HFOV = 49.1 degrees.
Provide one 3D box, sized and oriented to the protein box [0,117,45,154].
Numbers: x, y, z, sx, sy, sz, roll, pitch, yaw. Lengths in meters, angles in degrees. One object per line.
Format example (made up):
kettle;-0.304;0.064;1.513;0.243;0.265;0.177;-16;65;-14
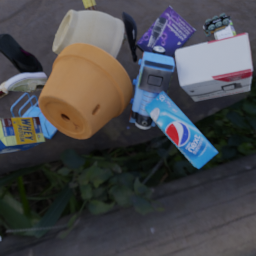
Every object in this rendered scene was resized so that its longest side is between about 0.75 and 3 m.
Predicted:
protein box;-3.679;0.257;9.082;1.297;1.287;0.875;-7;79;-49

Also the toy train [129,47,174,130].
toy train;0.708;-1.208;9.219;1.201;2.770;1.582;13;31;-1

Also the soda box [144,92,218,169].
soda box;1.486;0.067;8.159;0.740;0.783;2.308;-42;85;2

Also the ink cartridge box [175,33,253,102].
ink cartridge box;3.032;-1.891;9.628;2.146;2.955;1.232;-10;82;21

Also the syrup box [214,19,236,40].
syrup box;3.827;-3.458;10.944;0.697;0.674;1.711;-13;53;16

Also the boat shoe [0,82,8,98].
boat shoe;-5.826;-1.707;13.081;0.425;0.453;1.228;35;68;22

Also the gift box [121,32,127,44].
gift box;-0.556;-3.904;11.911;0.729;0.781;0.720;-8;85;-47

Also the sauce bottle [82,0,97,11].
sauce bottle;-1.601;-5.142;11.732;0.481;1.487;0.481;-15;22;6

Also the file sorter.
file sorter;-3.761;-0.566;11.707;1.759;1.079;1.220;19;52;16

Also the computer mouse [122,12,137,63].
computer mouse;0.167;-3.988;11.889;0.487;2.115;1.485;-13;37;4

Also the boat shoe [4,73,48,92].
boat shoe;-3.164;-1.420;9.024;0.514;0.597;1.658;54;35;3

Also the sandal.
sandal;-3.908;-2.555;10.479;0.556;2.324;0.873;12;75;25

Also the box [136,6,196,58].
box;1.459;-3.479;11.041;1.414;0.997;1.911;42;100;0

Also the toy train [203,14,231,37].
toy train;3.120;-3.617;9.884;0.987;0.563;0.421;-21;63;4

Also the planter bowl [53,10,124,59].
planter bowl;-1.698;-3.275;10.706;1.874;2.784;2.784;21;43;-30

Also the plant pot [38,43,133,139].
plant pot;-1.521;-0.985;9.034;2.818;2.818;1.972;21;55;16
